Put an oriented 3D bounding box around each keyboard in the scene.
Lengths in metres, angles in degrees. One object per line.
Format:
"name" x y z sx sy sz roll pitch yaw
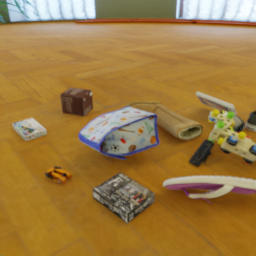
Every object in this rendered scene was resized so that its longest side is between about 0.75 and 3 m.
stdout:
"keyboard" 2.729 0.891 10.216 0.599 0.228 1.152 25 68 41

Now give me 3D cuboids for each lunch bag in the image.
"lunch bag" -0.407 0.243 10.296 2.415 1.496 2.053 -17 18 -28

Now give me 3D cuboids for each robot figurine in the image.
"robot figurine" -2.383 1.597 9.496 0.870 0.253 0.631 15 32 25

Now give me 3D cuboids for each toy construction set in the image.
"toy construction set" 4.221 0.271 10.404 2.744 1.264 1.799 13 41 19

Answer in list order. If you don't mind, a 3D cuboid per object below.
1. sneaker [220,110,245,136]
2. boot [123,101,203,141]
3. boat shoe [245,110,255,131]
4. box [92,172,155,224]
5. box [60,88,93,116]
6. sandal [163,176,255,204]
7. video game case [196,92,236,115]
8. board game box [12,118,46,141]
"sneaker" 4.493 -0.062 11.947 1.000 0.913 2.471 8 30 8
"boot" 1.385 -0.324 12.347 2.547 0.962 2.909 -16 33 -27
"boat shoe" 6.430 -0.642 13.075 2.778 0.786 0.953 -25 37 -38
"box" -0.151 2.053 8.507 1.522 0.379 1.200 24 37 37
"box" -2.570 -1.321 14.067 1.264 1.038 1.049 9 30 17
"sandal" 2.556 1.888 8.362 2.998 1.220 0.737 0 68 6
"video game case" 4.254 -1.136 13.491 1.807 0.208 1.647 27 2 27
"board game box" -4.368 0.043 12.363 0.947 0.260 1.500 -21 35 -33
